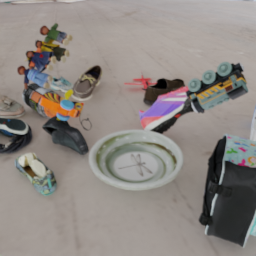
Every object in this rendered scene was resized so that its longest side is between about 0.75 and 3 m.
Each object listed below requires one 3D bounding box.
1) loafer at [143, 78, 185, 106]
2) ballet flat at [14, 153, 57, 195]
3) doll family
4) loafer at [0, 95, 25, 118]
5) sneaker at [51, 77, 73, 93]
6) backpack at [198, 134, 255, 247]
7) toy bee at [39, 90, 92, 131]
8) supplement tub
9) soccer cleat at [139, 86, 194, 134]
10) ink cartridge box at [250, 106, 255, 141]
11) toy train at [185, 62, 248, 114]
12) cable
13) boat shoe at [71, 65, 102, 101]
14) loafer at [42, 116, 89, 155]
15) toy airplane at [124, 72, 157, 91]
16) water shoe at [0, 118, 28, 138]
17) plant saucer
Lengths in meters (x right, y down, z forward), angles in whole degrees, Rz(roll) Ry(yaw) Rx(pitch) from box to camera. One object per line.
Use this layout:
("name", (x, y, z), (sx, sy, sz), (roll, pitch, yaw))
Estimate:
("loafer", (1.669, -1.725, 12.110), (0.912, 0.892, 2.500), (25, 40, 35))
("ballet flat", (-2.601, 1.070, 7.788), (0.737, 0.737, 1.985), (-27, 40, -37))
("doll family", (-3.158, -2.620, 10.333), (1.503, 1.020, 2.600), (25, 72, 15))
("loafer", (-5.277, -1.003, 11.023), (2.549, 0.801, 0.916), (11, 33, 17))
("sneaker", (-2.970, -1.999, 12.834), (1.400, 0.604, 0.543), (11, 33, 17))
("backpack", (2.516, 1.228, 6.317), (1.681, 1.983, 2.233), (10, 23, 9))
("toy bee", (-1.889, -0.591, 9.005), (1.755, 1.149, 0.954), (47, 29, -10))
("supplement tub", (-3.279, -1.051, 10.894), (1.680, 1.029, 1.029), (29, 42, 36))
("soccer cleat", (1.583, -0.864, 9.033), (1.013, 2.969, 1.087), (13, 46, -55))
("ink cartridge box", (4.869, 0.074, 9.228), (1.457, 0.841, 2.008), (13, 34, 20))
("toy train", (2.347, -1.054, 7.487), (0.712, 1.670, 0.952), (16, 53, -51))
("cable", (-4.195, 0.129, 9.441), (1.750, 0.545, 2.145), (-13, 33, -20))
("boat shoe", (-1.809, -2.075, 12.622), (0.942, 0.780, 2.621), (26, 34, 0))
("loafer", (-2.043, 0.301, 9.022), (0.802, 0.775, 2.284), (-31, 41, -25))
("toy airplane", (0.756, -2.165, 13.313), (2.118, 0.390, 2.118), (0, 31, 0))
("water shoe", (-3.950, 0.027, 9.515), (1.511, 0.596, 0.540), (12, 49, 21))
("plant saucer", (0.218, 0.984, 7.933), (2.617, 0.657, 2.617), (0, 31, 0))
